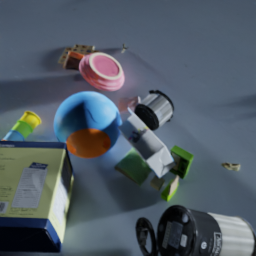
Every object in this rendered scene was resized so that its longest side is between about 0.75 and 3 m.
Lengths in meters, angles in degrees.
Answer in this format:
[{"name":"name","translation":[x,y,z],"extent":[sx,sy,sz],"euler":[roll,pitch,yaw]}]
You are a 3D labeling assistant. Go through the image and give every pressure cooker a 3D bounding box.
[{"name":"pressure cooker","translation":[1.196,-0.763,11.889],"extent":[1.380,1.359,1.545],"euler":[36,60,24]}]

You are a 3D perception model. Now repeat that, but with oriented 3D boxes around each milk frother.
[{"name":"milk frother","translation":[1.773,3.236,8.147],"extent":[2.397,2.300,2.549],"euler":[19,7,-29]}]

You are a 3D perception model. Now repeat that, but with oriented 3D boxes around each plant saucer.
[{"name":"plant saucer","translation":[-1.190,-2.833,13.656],"extent":[2.309,0.585,2.309],"euler":[17,48,-20]}]

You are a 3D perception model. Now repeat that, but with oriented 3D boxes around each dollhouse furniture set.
[{"name":"dollhouse furniture set","translation":[0.843,1.254,10.147],"extent":[2.418,1.213,1.584],"euler":[30,54,24]}]

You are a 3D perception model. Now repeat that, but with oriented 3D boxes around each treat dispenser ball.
[{"name":"treat dispenser ball","translation":[-1.508,-0.099,10.562],"extent":[2.502,2.502,2.502],"euler":[0,48,0]}]

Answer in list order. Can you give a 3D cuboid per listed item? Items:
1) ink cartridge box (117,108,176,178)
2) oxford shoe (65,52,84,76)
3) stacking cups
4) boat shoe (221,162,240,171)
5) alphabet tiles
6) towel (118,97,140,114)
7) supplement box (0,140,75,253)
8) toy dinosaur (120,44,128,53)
[{"name":"ink cartridge box","translation":[0.516,0.489,9.974],"extent":[0.814,1.382,2.401],"euler":[-38,48,-3]},{"name":"oxford shoe","translation":[-1.903,-2.983,14.384],"extent":[2.742,0.978,1.000],"euler":[20,87,7]},{"name":"stacking cups","translation":[-4.541,0.536,11.186],"extent":[0.811,0.811,2.679],"euler":[16,54,14]},{"name":"boat shoe","translation":[3.765,1.384,10.310],"extent":[0.832,0.261,0.305],"euler":[14,19,-28]},{"name":"alphabet tiles","translation":[-2.743,-3.978,15.663],"extent":[1.953,0.074,2.347],"euler":[7,48,7]},{"name":"towel","translation":[0.053,-1.042,12.893],"extent":[1.027,0.165,0.981],"euler":[-3,50,3]},{"name":"supplement box","translation":[-3.445,2.113,8.861],"extent":[2.906,1.951,2.903],"euler":[2,48,1]},{"name":"toy dinosaur","translation":[-0.188,-4.582,16.132],"extent":[0.375,0.202,0.852],"euler":[-4,47,16]}]
